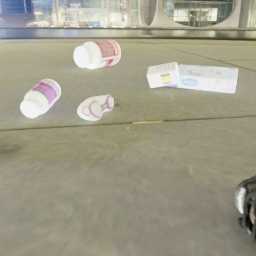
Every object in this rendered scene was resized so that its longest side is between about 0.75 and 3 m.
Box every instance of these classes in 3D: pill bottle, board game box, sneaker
[{"bbox_3d":[-2.575,-0.863,8.241,0.741,0.741,1.319,5,34,12],"label":"pill bottle"},{"bbox_3d":[-1.733,-4.160,15.847,1.468,1.468,2.599,15,26,34],"label":"pill bottle"},{"bbox_3d":[3.276,-2.191,12.065,2.660,0.580,2.673,8,23,20],"label":"board game box"},{"bbox_3d":[1.769,1.156,3.197,1.232,0.892,2.522,13,23,28],"label":"sneaker"},{"bbox_3d":[-1.058,-0.569,8.180,0.801,0.602,1.609,-3,13,26],"label":"sneaker"}]

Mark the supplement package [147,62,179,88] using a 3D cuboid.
[{"bbox_3d":[1.371,-2.049,10.857,1.111,0.632,0.609,-7,43,20],"label":"supplement package"}]
